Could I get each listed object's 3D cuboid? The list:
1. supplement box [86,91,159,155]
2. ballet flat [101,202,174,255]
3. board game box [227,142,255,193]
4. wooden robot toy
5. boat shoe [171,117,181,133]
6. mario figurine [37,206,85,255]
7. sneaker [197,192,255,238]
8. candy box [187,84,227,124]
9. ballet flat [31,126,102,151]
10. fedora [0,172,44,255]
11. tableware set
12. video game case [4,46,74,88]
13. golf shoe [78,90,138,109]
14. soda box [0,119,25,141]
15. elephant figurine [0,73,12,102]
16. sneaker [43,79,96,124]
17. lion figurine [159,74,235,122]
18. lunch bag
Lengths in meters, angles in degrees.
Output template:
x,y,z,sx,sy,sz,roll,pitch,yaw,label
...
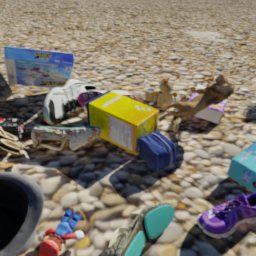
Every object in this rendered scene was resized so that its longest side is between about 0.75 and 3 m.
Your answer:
x,y,z,sx,sy,sz,roll,pitch,yaw,label
-0.220,-0.241,9.701,2.254,1.227,1.234,26,42,31,supplement box
0.172,2.334,6.316,0.864,0.778,2.294,-2,18,38,ballet flat
4.641,1.404,7.780,2.168,0.674,2.871,-25,43,-32,board game box
1.410,-1.526,11.652,2.512,1.140,1.107,3,35,3,wooden robot toy
1.771,-0.158,10.401,0.311,0.292,0.816,12,36,9,boat shoe
-1.526,2.467,6.391,0.775,0.665,1.255,-14,30,44,mario figurine
2.528,1.987,6.832,1.932,0.806,0.779,-15,38,-22,sneaker
3.182,-1.000,11.247,1.393,0.594,1.661,20,39,16,candy box
-2.071,0.381,9.350,2.420,0.915,0.773,-1,68,7,ballet flat
-2.925,2.143,6.115,2.564,1.158,2.268,6,49,14,fedora
-3.678,0.390,8.673,1.150,0.349,1.740,26,0,-34,tableware set
-3.653,-2.382,11.567,2.547,2.308,0.579,2,74,-18,video game case
-0.798,-1.087,11.065,2.333,0.879,1.068,6,20,-7,golf shoe
-4.544,0.040,9.826,1.680,0.594,0.532,1,33,5,soda box
-6.295,-1.479,11.258,2.677,1.894,2.077,-32,15,-16,elephant figurine
-2.219,-1.137,11.121,1.292,1.115,2.947,11,37,14,sneaker
2.354,-0.861,9.584,2.535,0.919,1.553,-38,23,-14,lion figurine
0.905,0.666,8.700,0.819,0.841,1.237,-22,41,-22,lunch bag
